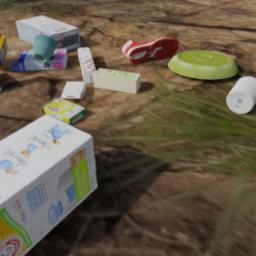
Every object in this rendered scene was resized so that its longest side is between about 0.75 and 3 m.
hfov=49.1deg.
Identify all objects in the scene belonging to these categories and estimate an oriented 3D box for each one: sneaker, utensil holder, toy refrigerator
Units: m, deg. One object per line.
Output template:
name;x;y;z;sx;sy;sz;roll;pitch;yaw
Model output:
sneaker;0.821;-3.383;11.480;2.308;0.904;1.333;-14;39;-20
utensil holder;3.401;-0.954;8.191;0.797;0.797;0.938;22;42;28
toy refrigerator;-0.362;-1.583;9.290;1.465;0.512;0.556;11;38;15

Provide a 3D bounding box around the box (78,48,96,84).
box;-1.535;-2.353;10.401;0.449;0.480;2.319;-8;37;-10

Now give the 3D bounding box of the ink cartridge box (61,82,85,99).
ink cartridge box;-1.713;-1.098;8.810;0.597;0.276;1.096;1;35;0

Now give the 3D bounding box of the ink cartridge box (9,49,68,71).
ink cartridge box;-3.457;-2.655;10.878;2.096;0.440;1.251;-5;36;-4

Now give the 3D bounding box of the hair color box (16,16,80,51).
hair color box;-3.645;-4.250;12.653;1.448;0.887;2.925;-30;45;-35

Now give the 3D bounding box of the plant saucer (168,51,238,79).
plant saucer;2.772;-2.433;10.384;2.545;0.395;2.545;1;31;-1

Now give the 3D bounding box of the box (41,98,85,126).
box;-1.866;-0.495;8.005;1.137;0.275;0.667;25;43;26

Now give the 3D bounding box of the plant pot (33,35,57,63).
plant pot;-3.067;-2.796;10.136;0.813;0.813;0.764;5;66;7

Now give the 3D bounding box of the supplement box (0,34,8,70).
supplement box;-5.487;-2.941;9.749;2.197;1.212;0.941;16;77;-17

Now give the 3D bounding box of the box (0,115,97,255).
box;-1.846;1.062;4.878;1.254;1.392;2.475;23;42;29
